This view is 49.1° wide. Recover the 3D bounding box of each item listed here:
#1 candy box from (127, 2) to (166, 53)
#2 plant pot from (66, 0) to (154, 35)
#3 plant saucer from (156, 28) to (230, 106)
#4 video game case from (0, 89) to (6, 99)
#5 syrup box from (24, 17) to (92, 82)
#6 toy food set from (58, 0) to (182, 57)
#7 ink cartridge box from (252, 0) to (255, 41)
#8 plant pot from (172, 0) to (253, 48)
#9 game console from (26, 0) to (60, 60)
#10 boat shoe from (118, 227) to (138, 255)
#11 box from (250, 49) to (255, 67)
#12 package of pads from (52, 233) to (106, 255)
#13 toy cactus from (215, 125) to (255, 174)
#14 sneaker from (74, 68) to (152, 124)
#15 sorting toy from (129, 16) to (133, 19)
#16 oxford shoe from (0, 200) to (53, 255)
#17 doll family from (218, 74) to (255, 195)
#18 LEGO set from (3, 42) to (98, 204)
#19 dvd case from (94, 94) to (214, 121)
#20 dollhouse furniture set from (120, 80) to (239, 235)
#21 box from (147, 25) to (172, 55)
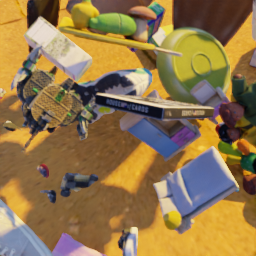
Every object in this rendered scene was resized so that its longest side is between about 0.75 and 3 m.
[{"bbox_3d":[0.446,-2.819,7.868,0.437,0.960,1.136,42,72,9],"label":"candy box"},{"bbox_3d":[-0.547,-3.074,6.558,1.882,1.882,1.641,43,96,27],"label":"plant pot"},{"bbox_3d":[1.563,-1.365,6.224,1.947,0.302,1.947,3,82,-21],"label":"plant saucer"},{"bbox_3d":[-4.679,-1.003,9.122,1.001,0.179,0.907,14,54,10],"label":"video game case"},{"bbox_3d":[-1.452,-1.632,5.925,1.352,0.551,0.532,38,81,-5],"label":"syrup box"},{"bbox_3d":[-0.131,-1.873,5.064,2.150,0.702,1.265,3,19,-25],"label":"toy food set"},{"bbox_3d":[2.910,-2.315,5.378,0.560,1.651,0.957,-23,48,1],"label":"ink cartridge box"},{"bbox_3d":[2.126,-2.994,7.627,2.262,2.420,2.262,4,49,-5],"label":"plant pot"},{"bbox_3d":[-2.507,-3.336,6.975,1.497,2.572,2.262,24,70,-10],"label":"game console"},{"bbox_3d":[-0.014,1.811,4.396,0.276,0.976,0.335,-3,85,6],"label":"boat shoe"},{"bbox_3d":[5.390,-2.749,10.021,1.483,0.846,1.613,27,57,18],"label":"box"},{"bbox_3d":[-1.246,3.342,5.421,1.318,0.827,2.187,19,55,17],"label":"package of pads"},{"bbox_3d":[3.784,0.911,7.164,2.989,1.529,2.467,4,72,0],"label":"toy cactus"},{"bbox_3d":[-0.514,-0.707,5.970,2.394,0.928,0.953,-7,22,39],"label":"sneaker"},{"bbox_3d":[-0.383,-4.356,7.770,1.768,2.942,1.208,16,29,25],"label":"sorting toy"},{"bbox_3d":[-2.036,2.025,4.992,2.259,0.850,0.652,34,53,17],"label":"oxford shoe"},{"bbox_3d":[1.978,0.178,3.840,1.353,2.340,0.918,-32,13,14],"label":"doll family"},{"bbox_3d":[-1.227,-0.060,4.538,1.617,2.490,0.706,0,14,-35],"label":"LEGO set"},{"bbox_3d":[0.455,-0.321,4.277,1.182,0.195,1.573,15,13,37],"label":"dvd case"},{"bbox_3d":[1.064,0.380,5.057,2.107,1.456,2.231,-41,34,22],"label":"dollhouse furniture set"},{"bbox_3d":[2.103,-3.416,10.711,2.445,0.591,1.435,-19,54,-11],"label":"box"}]
